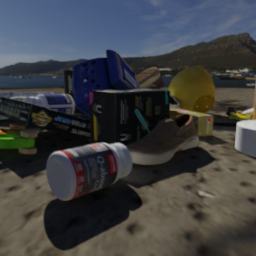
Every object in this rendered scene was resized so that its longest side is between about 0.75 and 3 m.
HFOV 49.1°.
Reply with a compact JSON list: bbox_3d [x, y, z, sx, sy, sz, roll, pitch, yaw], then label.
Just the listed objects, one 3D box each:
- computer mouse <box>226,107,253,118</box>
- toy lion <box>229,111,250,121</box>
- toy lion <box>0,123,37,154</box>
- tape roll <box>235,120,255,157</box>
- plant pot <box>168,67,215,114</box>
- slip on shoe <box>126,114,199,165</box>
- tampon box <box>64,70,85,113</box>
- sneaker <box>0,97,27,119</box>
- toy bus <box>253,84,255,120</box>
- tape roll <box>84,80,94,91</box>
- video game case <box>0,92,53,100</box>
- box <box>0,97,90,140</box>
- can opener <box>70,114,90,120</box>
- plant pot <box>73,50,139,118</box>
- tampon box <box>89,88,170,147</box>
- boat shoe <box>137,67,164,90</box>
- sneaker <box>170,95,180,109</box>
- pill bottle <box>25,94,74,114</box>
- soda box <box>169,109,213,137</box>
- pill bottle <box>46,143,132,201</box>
[{"bbox_3d":[5.644,-0.723,12.758,2.272,0.498,1.246,5,10,24],"label":"computer mouse"},{"bbox_3d":[4.915,-0.474,12.160,0.891,0.306,0.854,-7,20,-34],"label":"toy lion"},{"bbox_3d":[-3.306,0.231,6.945,1.660,0.595,1.732,1,9,-37],"label":"toy lion"},{"bbox_3d":[3.693,0.265,7.007,1.917,0.671,1.917,-1,11,0],"label":"tape roll"},{"bbox_3d":[3.346,-1.601,13.809,2.310,2.310,1.640,-3,41,-17],"label":"plant pot"},{"bbox_3d":[0.870,0.212,6.775,1.062,0.846,2.792,10,14,42],"label":"slip on shoe"},{"bbox_3d":[-1.640,-1.933,14.594,2.890,2.166,1.825,2,11,7],"label":"tampon box"},{"bbox_3d":[-5.097,-0.883,12.217,2.802,1.036,1.148,-2,12,-20],"label":"sneaker"},{"bbox_3d":[5.612,-1.586,11.042,0.916,2.815,1.102,1,11,7],"label":"toy bus"},{"bbox_3d":[-1.059,-1.480,12.228,2.067,2.067,0.723,-9,29,-41],"label":"tape roll"},{"bbox_3d":[-4.774,-1.220,13.457,2.480,0.312,2.725,-2,-9,-10],"label":"video game case"},{"bbox_3d":[-2.475,-0.291,8.439,2.071,0.599,2.606,17,-2,-41],"label":"box"},{"bbox_3d":[-1.679,-0.392,10.798,1.569,0.418,0.524,3,-25,18],"label":"can opener"},{"bbox_3d":[-0.617,-1.322,9.343,1.669,1.856,1.856,-28,-40,21],"label":"plant pot"},{"bbox_3d":[0.054,-0.333,7.920,1.978,1.483,1.249,-9,14,-38],"label":"tampon box"},{"bbox_3d":[0.108,-1.297,11.141,2.876,0.932,1.034,-31,30,13],"label":"boat shoe"},{"bbox_3d":[1.812,-1.499,13.723,1.879,0.704,0.814,35,-20,17],"label":"sneaker"},{"bbox_3d":[-3.320,-0.891,11.869,1.871,1.083,1.083,-6,12,-43],"label":"pill bottle"},{"bbox_3d":[2.007,-0.220,9.608,0.624,0.660,1.950,-5,12,-25],"label":"soda box"},{"bbox_3d":[-0.601,0.657,4.644,0.760,0.760,1.313,10,15,44],"label":"pill bottle"}]
